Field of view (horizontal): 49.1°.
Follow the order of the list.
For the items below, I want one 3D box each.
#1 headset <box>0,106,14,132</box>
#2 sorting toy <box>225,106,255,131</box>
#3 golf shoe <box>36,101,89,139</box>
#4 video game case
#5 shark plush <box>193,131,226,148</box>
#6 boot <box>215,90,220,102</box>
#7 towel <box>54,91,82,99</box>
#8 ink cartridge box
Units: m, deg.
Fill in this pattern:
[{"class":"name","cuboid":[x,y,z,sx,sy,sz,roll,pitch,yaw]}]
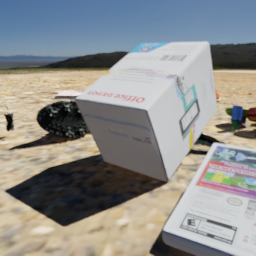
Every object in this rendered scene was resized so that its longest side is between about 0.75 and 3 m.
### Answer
[{"class":"headset","cuboid":[-4.326,-0.159,7.268,2.519,1.556,1.184,-5,-27,-21]},{"class":"sorting toy","cuboid":[3.729,-0.233,8.867,1.104,0.754,1.837,11,-2,-18]},{"class":"golf shoe","cuboid":[-1.592,-0.277,8.401,1.328,1.093,2.811,3,5,43]},{"class":"video game case","cuboid":[2.005,1.023,3.646,2.444,0.281,2.227,8,32,31]},{"class":"shark plush","cuboid":[1.133,-0.060,7.526,2.978,1.353,1.240,3,-17,31]},{"class":"boot","cuboid":[4.191,-1.723,13.882,0.633,0.904,1.686,7,15,30]},{"class":"towel","cuboid":[-3.132,-1.828,15.525,1.475,0.249,1.545,1,14,6]},{"class":"ink cartridge box","cuboid":[0.502,-0.470,5.811,1.725,1.717,2.351,12,46,38]}]
